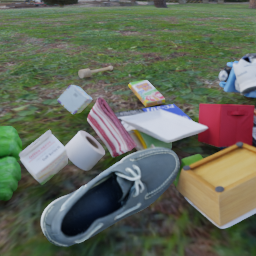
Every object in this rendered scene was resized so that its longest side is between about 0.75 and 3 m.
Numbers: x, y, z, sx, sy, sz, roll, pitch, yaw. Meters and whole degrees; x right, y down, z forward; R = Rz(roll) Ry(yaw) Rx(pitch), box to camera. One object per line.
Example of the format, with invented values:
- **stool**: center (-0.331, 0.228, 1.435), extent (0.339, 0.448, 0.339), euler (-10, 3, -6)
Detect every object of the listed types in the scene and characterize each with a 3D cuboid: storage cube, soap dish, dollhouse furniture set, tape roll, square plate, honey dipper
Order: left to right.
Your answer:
- **tape roll**: center (-1.024, 0.533, 6.613), extent (0.557, 0.812, 0.812), euler (-45, 32, 7)
- **honey dipper**: center (-1.441, -2.685, 13.243), extent (0.385, 0.385, 2.029), euler (23, 31, 36)
- **dollhouse furniture set**: center (0.823, 0.413, 6.561), extent (1.007, 0.778, 2.015), euler (-11, 44, -27)
- **square plate**: center (0.905, -0.052, 7.114), extent (1.604, 0.230, 1.620), euler (-14, 29, -41)
- **storage cube**: center (2.523, -0.096, 7.311), extent (0.996, 1.047, 1.165), euler (0, 5, -17)
- **soap dish**: center (1.979, 0.971, 5.282), extent (1.774, 0.720, 1.395), euler (-22, 21, -14)

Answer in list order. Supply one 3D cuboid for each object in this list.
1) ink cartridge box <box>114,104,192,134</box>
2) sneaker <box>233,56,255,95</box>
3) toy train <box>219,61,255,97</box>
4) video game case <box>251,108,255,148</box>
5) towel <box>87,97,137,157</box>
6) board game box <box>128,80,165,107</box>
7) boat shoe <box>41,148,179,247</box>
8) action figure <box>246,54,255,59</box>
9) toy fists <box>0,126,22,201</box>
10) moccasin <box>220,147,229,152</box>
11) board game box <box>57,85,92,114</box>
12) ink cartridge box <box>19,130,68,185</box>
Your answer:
- **ink cartridge box**: center (0.484, -0.086, 8.205), extent (2.459, 0.544, 1.156), euler (-9, 31, -17)
- **sneaker**: center (3.870, -1.745, 8.334), extent (0.877, 1.025, 2.353), euler (-26, -1, 43)
- **toy train**: center (4.623, -1.709, 10.253), extent (2.676, 1.160, 1.529), euler (-1, 29, -28)
- **video game case**: center (4.263, 0.003, 8.301), extent (2.158, 0.305, 2.388), euler (-2, 28, -4)
- **towel**: center (-0.468, 0.073, 6.432), extent (0.199, 1.261, 1.751), euler (-36, 0, -20)
- **board game box**: center (0.656, -1.354, 10.491), extent (0.773, 0.242, 1.617), euler (-14, 39, -20)
- **boat shoe**: center (-0.082, 1.148, 4.993), extent (2.911, 1.060, 0.899), euler (-24, -3, -26)
- **action figure**: center (3.137, -0.216, 4.489), extent (1.476, 2.893, 1.719), euler (-32, 7, 15)
- **toy fists**: center (-2.826, 0.754, 6.131), extent (0.990, 0.668, 1.942), euler (-17, 47, -1)
- **moccasin**: center (2.546, 0.619, 7.168), extent (0.326, 0.276, 0.810), euler (1, 25, 9)
- **board game box**: center (-1.655, -0.897, 8.906), extent (0.659, 0.648, 1.257), euler (42, 5, -3)
- **ink cartridge box**: center (-1.702, 0.651, 5.797), extent (0.456, 1.355, 0.793), euler (44, 68, 10)
